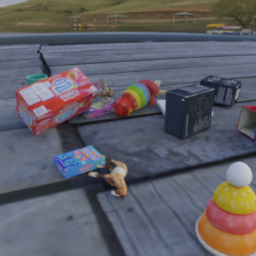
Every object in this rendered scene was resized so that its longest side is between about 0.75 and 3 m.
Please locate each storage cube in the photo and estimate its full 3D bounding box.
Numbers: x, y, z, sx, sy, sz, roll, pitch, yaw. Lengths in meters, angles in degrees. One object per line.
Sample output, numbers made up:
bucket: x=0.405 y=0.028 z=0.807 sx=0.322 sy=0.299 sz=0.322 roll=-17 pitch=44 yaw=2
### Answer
storage cube: x=5.087 y=-0.244 z=10.907 sx=1.064 sy=1.184 sz=1.012 roll=-2 pitch=23 yaw=-20

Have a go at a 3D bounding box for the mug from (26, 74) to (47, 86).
mug: x=-5.170 y=-2.526 z=16.253 sx=1.425 sy=0.881 sz=1.171 roll=17 pitch=29 yaw=32

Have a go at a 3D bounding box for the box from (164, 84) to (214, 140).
box: x=2.408 y=-0.676 z=11.105 sx=1.713 sy=1.743 sz=1.080 roll=-19 pitch=29 yaw=-36

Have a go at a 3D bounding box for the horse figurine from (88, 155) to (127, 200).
horse figurine: x=-0.461 y=1.316 z=8.197 sx=1.150 sy=0.433 sz=1.735 roll=18 pitch=20 yaw=3

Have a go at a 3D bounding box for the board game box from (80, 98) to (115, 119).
board game box: x=-1.358 y=-0.967 z=13.549 sx=2.092 sy=0.338 sz=1.256 roll=-19 pitch=34 yaw=-36

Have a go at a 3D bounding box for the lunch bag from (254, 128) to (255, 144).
lunch bag: x=5.456 y=0.320 z=10.008 sx=1.397 sy=0.865 sz=1.188 roll=-19 pitch=29 yaw=-20

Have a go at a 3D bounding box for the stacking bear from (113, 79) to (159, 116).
stacking bear: x=0.225 y=-1.307 z=13.150 sx=1.248 sy=1.333 sz=2.195 roll=42 pitch=55 yaw=16

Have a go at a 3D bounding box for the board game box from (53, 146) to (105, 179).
board game box: x=-1.570 y=1.069 z=8.995 sx=1.352 sy=0.304 sz=1.028 roll=-15 pitch=28 yaw=-30

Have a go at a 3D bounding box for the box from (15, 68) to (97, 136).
box: x=-2.900 y=-1.128 z=11.438 sx=2.919 sy=1.393 sz=1.455 roll=-32 pitch=75 yaw=-35

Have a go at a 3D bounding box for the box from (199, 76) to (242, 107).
box: x=4.730 y=-1.940 z=14.469 sx=1.823 sy=1.071 sz=1.793 roll=18 pitch=25 yaw=24

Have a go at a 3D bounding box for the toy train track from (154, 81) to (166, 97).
toy train track: x=1.464 y=-2.102 z=15.818 sx=1.546 sy=0.439 sz=2.696 roll=7 pitch=27 yaw=13

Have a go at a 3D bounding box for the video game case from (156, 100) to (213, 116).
video game case: x=2.658 y=-0.964 z=13.540 sx=2.207 sy=0.261 sz=2.009 roll=-3 pitch=24 yaw=-7

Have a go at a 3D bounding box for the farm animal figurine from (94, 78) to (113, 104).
farm animal figurine: x=-1.235 y=-1.805 z=14.103 sx=1.219 sy=0.643 sz=1.233 roll=20 pitch=63 yaw=18

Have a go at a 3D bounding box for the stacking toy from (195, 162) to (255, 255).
stacking toy: x=2.201 y=1.607 z=5.830 sx=1.414 sy=1.935 sz=1.414 roll=0 pitch=25 yaw=0
